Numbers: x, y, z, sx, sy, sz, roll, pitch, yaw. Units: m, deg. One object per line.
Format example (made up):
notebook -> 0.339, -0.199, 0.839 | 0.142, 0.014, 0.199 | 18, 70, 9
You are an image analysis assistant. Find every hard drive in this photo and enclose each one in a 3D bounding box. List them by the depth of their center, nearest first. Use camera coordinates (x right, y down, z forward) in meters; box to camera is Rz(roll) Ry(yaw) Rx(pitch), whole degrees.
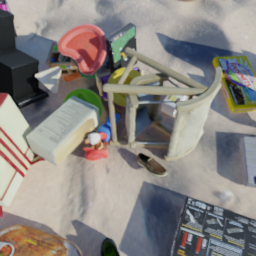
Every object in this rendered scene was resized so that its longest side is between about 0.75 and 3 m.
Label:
hard drive -> -0.177, -2.375, 8.743 | 0.283, 1.496, 1.045 | 38, 66, 25

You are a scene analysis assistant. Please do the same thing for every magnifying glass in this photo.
magnifying glass -> -1.556, -1.851, 9.432 | 0.653, 0.184, 1.640 | 47, 40, 3

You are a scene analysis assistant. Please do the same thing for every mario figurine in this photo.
mario figurine -> -0.865, 0.155, 8.234 | 0.901, 1.049, 1.700 | 13, 70, 39

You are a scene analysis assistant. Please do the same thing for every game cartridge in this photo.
game cartridge -> 4.538, 1.072, 8.016 | 2.477, 0.475, 1.605 | 7, 52, 5

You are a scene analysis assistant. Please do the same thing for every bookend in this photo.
bookend -> -3.855, -2.428, 8.818 | 2.621, 2.637, 1.215 | 29, 39, 24

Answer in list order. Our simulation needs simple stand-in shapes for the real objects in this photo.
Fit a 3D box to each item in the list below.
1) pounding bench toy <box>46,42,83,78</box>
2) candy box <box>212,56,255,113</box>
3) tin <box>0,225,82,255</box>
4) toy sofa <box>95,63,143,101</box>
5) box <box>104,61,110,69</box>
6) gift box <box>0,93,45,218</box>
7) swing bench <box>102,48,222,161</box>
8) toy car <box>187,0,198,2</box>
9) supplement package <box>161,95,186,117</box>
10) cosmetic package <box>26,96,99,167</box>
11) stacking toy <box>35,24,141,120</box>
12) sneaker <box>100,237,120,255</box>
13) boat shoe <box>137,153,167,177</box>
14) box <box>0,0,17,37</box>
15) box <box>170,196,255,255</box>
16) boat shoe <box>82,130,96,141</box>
pounding bench toy -> -2.159, -2.652, 10.028 | 1.154, 0.919, 1.480 | 1, 63, 15
candy box -> 3.929, -1.606, 9.895 | 1.260, 0.326, 2.465 | -3, 56, -5
tin -> -2.181, 3.167, 6.551 | 2.405, 0.504, 1.347 | 15, 53, 10
toy sofa -> -0.263, -1.630, 9.699 | 1.630, 0.675, 0.796 | -18, 56, -12
box -> -0.475, -2.543, 9.980 | 0.821, 0.713, 1.243 | -11, 21, -7
gift box -> -3.670, 0.679, 7.038 | 2.554, 2.385, 2.357 | 10, 55, 15
swing bench -> 0.891, -0.455, 7.708 | 2.626, 2.612, 1.703 | 17, 57, 13
toy car -> 3.174, -7.244, 12.854 | 2.259, 2.168, 2.451 | 9, 43, 19
supplement package -> 1.518, -0.863, 9.290 | 0.480, 0.462, 0.844 | 30, 60, 18
cosmetic package -> -1.717, 0.042, 7.674 | 0.981, 0.663, 1.864 | 28, 55, 21
stacking toy -> -1.165, -1.556, 9.112 | 2.706, 1.263, 2.989 | -38, 93, 9
sneaker -> -0.380, 3.271, 6.356 | 0.548, 0.640, 1.545 | -11, 56, -6
boat shoe -> 0.638, 1.018, 7.864 | 1.050, 0.388, 0.388 | 24, 46, 38
box -> -5.347, -4.454, 11.443 | 1.145, 0.995, 1.734 | -18, 56, -10
box -> 2.329, 2.989, 6.550 | 2.531, 0.630, 1.996 | 16, 57, 11
boat shoe -> -1.353, 0.256, 8.490 | 0.972, 0.339, 0.346 | -2, 17, -16
